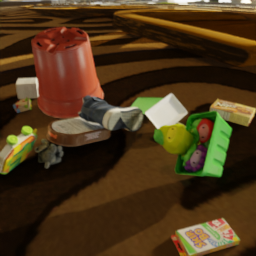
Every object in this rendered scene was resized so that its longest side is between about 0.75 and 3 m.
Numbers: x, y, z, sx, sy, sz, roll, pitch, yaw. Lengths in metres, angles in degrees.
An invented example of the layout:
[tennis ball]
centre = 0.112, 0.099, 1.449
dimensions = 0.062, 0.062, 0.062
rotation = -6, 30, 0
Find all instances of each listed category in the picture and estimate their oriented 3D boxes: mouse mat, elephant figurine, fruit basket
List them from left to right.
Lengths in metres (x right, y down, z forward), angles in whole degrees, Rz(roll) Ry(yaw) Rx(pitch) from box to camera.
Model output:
[elephant figurine]
centre = -2.732, 0.811, 9.208
dimensions = 1.054, 0.746, 0.817
rotation = 14, 3, 25
[mouse mat]
centre = 1.091, -0.968, 12.288
dimensions = 1.949, 0.091, 2.422
rotation = 3, 24, 14
[fruit basket]
centre = 1.816, 0.410, 8.219
dimensions = 2.070, 2.070, 1.493
rotation = -17, 3, -26

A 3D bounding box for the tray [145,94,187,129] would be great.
[tray]
centre = 1.433, -0.528, 10.592
dimensions = 1.029, 0.212, 1.916
rotation = 50, 49, 4

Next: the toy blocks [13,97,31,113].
[toy blocks]
centre = -4.750, -0.990, 12.422
dimensions = 0.710, 0.519, 1.039
rotation = -16, 32, -5

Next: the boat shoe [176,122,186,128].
[boat shoe]
centre = 1.679, -0.071, 10.842
dimensions = 1.299, 0.467, 0.387
rotation = 26, 72, 14

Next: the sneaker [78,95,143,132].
[sneaker]
centre = -0.668, -0.549, 10.459
dimensions = 1.850, 0.973, 2.560
rotation = 21, 9, 30

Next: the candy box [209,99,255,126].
[candy box]
centre = 4.376, -0.665, 11.806
dimensions = 1.639, 0.453, 0.946
rotation = 19, 36, 29

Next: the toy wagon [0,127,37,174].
[toy wagon]
centre = -3.358, 0.615, 8.758
dimensions = 0.368, 1.443, 1.860
rotation = 34, 34, 4

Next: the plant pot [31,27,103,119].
[plant pot]
centre = -2.640, -2.457, 11.906
dimensions = 2.991, 2.908, 2.991
rotation = 0, 43, 0

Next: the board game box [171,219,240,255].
[board game box]
centre = 1.803, 2.614, 6.624
dimensions = 1.449, 0.217, 0.692
rotation = -11, 32, -13

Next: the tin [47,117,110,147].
[tin]
centre = -1.690, 0.069, 10.056
dimensions = 1.392, 0.520, 2.486
rotation = 32, 29, 35

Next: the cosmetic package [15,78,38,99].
[cosmetic package]
centre = -4.857, -1.921, 13.586
dimensions = 0.943, 0.778, 0.777
rotation = -5, 31, -8
